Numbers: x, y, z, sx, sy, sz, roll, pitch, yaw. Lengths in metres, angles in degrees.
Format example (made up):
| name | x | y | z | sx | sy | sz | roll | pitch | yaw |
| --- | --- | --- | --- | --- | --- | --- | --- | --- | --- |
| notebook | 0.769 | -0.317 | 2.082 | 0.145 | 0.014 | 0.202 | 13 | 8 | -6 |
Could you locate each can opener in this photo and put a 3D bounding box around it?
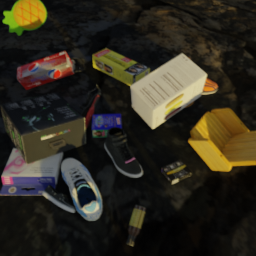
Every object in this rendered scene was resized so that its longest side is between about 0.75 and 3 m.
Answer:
| name | x | y | z | sx | sy | sz | roll | pitch | yaw |
| --- | --- | --- | --- | --- | --- | --- | --- | --- | --- |
| can opener | -3.514 | -3.123 | 14.136 | 2.645 | 0.838 | 1.040 | -6 | 8 | -4 |

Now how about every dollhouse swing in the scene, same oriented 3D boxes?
| name | x | y | z | sx | sy | sz | roll | pitch | yaw |
| --- | --- | --- | --- | --- | --- | --- | --- | --- | --- |
| dollhouse swing | 3.627 | 0.196 | 9.562 | 1.931 | 1.868 | 2.125 | 50 | 54 | -3 |

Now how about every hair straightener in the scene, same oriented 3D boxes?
| name | x | y | z | sx | sy | sz | roll | pitch | yaw |
| --- | --- | --- | --- | --- | --- | --- | --- | --- | --- |
| hair straightener | -1.700 | -0.944 | 11.522 | 0.758 | 0.403 | 1.970 | 10 | 71 | 26 |

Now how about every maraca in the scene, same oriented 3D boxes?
| name | x | y | z | sx | sy | sz | roll | pitch | yaw |
| --- | --- | --- | --- | --- | --- | --- | --- | --- | --- |
| maraca | -6.150 | -6.673 | 16.744 | 2.598 | 1.781 | 1.390 | -35 | 24 | -11 |

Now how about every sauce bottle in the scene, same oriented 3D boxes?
| name | x | y | z | sx | sy | sz | roll | pitch | yaw |
| --- | --- | --- | --- | --- | --- | --- | --- | --- | --- |
| sauce bottle | 0.194 | 2.732 | 7.862 | 0.346 | 0.346 | 1.071 | 15 | 70 | 15 |

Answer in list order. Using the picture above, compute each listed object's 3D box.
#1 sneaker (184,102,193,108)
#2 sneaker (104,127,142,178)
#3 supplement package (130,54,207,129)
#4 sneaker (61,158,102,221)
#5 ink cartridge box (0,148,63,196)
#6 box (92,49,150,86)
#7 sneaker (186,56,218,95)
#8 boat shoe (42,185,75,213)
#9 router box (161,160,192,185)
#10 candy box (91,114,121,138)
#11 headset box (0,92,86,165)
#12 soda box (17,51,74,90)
| name | x | y | z | sx | sy | sz | roll | pitch | yaw |
| --- | --- | --- | --- | --- | --- | --- | --- | --- | --- |
| sneaker | 1.956 | -0.990 | 12.067 | 1.686 | 0.635 | 0.743 | -18 | 16 | -8 |
| sneaker | -0.198 | 0.781 | 9.702 | 0.733 | 1.029 | 2.074 | -21 | 48 | -26 |
| supplement package | 1.534 | -1.421 | 10.961 | 2.586 | 1.471 | 1.416 | -34 | 64 | -14 |
| sneaker | -1.487 | 1.740 | 8.792 | 0.888 | 0.896 | 2.471 | -20 | 45 | -21 |
| ink cartridge box | -3.252 | 1.427 | 9.502 | 1.773 | 0.391 | 1.806 | 0 | 41 | -1 |
| box | -0.395 | -3.020 | 14.018 | 2.982 | 0.747 | 1.122 | 32 | 51 | 31 |
| sneaker | 2.972 | -2.471 | 12.944 | 2.484 | 1.392 | 0.964 | 20 | 48 | 20 |
| boat shoe | -2.099 | 2.163 | 8.576 | 1.281 | 0.439 | 0.363 | 24 | 78 | 24 |
| router box | 1.643 | 1.498 | 9.536 | 0.813 | 0.212 | 0.639 | -20 | 46 | -20 |
| candy box | -0.839 | -0.089 | 11.086 | 1.149 | 0.443 | 0.972 | -2 | 41 | -1 |
| headset box | -3.028 | -0.081 | 10.118 | 2.239 | 1.193 | 2.572 | -20 | 39 | -32 |
| soda box | -3.844 | -2.647 | 13.014 | 2.453 | 0.859 | 0.778 | -17 | 59 | 4 |
